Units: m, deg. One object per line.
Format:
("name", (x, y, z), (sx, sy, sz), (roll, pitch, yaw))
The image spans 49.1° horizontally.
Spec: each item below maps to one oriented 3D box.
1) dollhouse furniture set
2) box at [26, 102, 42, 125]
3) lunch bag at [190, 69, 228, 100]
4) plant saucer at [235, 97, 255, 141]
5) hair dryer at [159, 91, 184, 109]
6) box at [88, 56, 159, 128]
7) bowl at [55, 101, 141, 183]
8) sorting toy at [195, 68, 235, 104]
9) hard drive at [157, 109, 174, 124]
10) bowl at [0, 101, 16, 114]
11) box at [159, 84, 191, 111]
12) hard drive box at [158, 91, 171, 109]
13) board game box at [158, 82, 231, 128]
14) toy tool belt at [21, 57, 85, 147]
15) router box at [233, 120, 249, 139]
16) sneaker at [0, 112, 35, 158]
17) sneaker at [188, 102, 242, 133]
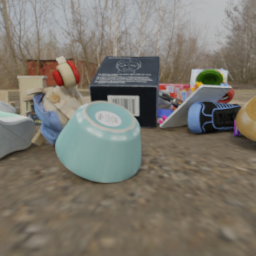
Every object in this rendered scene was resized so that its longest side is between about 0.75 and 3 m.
("dollhouse furniture set", (-4.042, -1.439, 12.350), (2.337, 1.615, 2.476), (2, 9, 8))
("box", (-2.846, -0.586, 9.384), (0.293, 0.906, 1.149), (6, 12, 35))
("lunch bag", (3.751, -1.736, 13.043), (1.661, 1.959, 1.245), (2, 10, 18))
("plant saucer", (3.061, -0.332, 5.716), (1.682, 0.298, 1.682), (-17, 33, 12))
("hair dryer", (2.273, -0.978, 10.930), (2.362, 0.642, 1.799), (21, 13, -29))
("box", (0.015, -1.300, 9.337), (2.002, 1.444, 2.697), (2, 33, 7))
("bowl", (-0.355, 0.091, 4.258), (1.368, 0.716, 1.368), (14, 32, -9))
("sorting toy", (3.348, -1.749, 11.066), (1.210, 0.827, 2.014), (-20, -47, 36))
("hard drive", (1.222, -0.445, 10.362), (1.603, 0.308, 2.429), (-7, 12, -37))
("bowl", (-4.213, -0.430, 6.750), (2.281, 0.851, 2.277), (0, -18, 31))
("box", (1.571, -1.417, 13.198), (1.226, 1.281, 2.569), (-8, 12, -40))
("hard drive box", (0.799, -1.080, 11.846), (1.648, 0.633, 1.284), (-5, -11, -42))
("board game box", (1.969, -0.681, 8.319), (1.794, 0.232, 1.795), (-7, -31, -45))
("toy tool belt", (-1.499, -0.350, 5.530), (1.189, 1.935, 1.208), (-25, 61, -20))
("router box", (3.872, -0.016, 7.254), (1.883, 0.481, 1.404), (-8, 12, -38))
("sneaker", (-3.018, 0.087, 5.066), (1.569, 0.979, 2.660), (7, 1, 8))
("sneaker", (2.648, -0.336, 7.923), (1.007, 0.907, 2.586), (0, 7, 40))
